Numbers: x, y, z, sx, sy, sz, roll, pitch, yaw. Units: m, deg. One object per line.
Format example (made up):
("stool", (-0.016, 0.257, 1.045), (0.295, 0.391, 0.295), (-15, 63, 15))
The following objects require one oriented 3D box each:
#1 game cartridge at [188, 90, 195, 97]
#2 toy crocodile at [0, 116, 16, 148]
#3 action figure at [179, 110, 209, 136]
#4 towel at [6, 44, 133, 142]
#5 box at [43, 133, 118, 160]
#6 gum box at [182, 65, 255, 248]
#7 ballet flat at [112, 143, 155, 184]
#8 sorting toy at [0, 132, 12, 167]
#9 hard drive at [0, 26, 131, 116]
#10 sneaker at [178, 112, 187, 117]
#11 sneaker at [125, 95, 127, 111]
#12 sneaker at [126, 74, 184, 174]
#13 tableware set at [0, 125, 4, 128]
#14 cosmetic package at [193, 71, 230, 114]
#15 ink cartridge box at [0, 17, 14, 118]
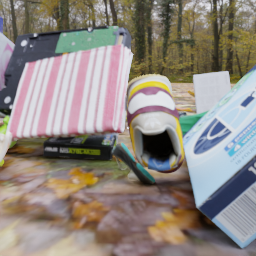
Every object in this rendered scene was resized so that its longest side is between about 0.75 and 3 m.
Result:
("game cartridge", (2.953, -1.299, 11.743), (0.700, 0.129, 0.794), (33, 6, 42))
("toy crocodile", (-2.708, 0.123, 6.202), (0.562, 0.514, 1.664), (-46, 17, -18))
("action figure", (1.072, 0.136, 5.721), (1.770, 1.046, 0.484), (-4, -17, 20))
("towel", (-1.139, -0.615, 5.311), (2.447, 1.791, 0.366), (-5, -28, 21))
("box", (-0.909, 0.304, 5.812), (1.302, 0.320, 1.348), (5, 11, 2))
("gum box", (1.835, -0.206, 3.662), (0.642, 2.448, 2.882), (42, 13, -2))
("ballet flat", (0.054, 0.574, 4.130), (0.266, 0.778, 0.265), (-41, -3, 12))
("sorting toy", (-2.500, 0.444, 4.430), (1.391, 0.743, 1.252), (-4, 4, -14))
("hard drive", (-1.476, -1.200, 6.214), (2.903, 2.028, 0.549), (2, -19, 23))
("sneaker", (1.615, -0.312, 8.935), (0.324, 0.355, 0.877), (8, 14, 36))
("sneaker", (-1.254, -0.896, 8.529), (2.614, 1.106, 0.974), (15, 14, -6))
("sneaker", (0.347, 0.260, 3.414), (0.686, 1.831, 0.825), (-10, 52, 12))
("tableware set", (-3.553, 0.141, 6.881), (1.006, 0.229, 1.493), (1, 11, 8))
("cosmetic package", (2.543, -0.954, 8.428), (1.027, 1.362, 0.352), (-5, -8, 12))
("ink cartridge box", (-3.298, -1.674, 6.511), (0.607, 2.803, 2.752), (5, 0, -4))
